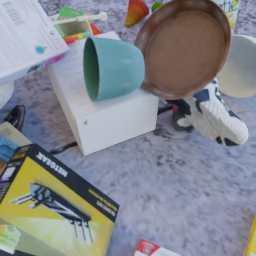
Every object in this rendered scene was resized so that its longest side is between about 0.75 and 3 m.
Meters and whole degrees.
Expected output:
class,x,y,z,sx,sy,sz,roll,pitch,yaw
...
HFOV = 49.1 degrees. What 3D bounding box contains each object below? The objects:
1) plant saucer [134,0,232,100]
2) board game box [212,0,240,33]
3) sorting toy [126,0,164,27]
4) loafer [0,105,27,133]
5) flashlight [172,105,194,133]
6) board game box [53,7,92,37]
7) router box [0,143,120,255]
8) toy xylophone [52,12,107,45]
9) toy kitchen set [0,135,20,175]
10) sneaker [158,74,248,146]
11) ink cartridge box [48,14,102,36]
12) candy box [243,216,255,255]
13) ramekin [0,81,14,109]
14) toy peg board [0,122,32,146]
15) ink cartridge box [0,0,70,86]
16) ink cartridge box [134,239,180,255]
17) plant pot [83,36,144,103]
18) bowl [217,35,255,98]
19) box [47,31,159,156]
class,x,y,z,sx,sy,sz,roll,pitch,yaw
plant saucer,1.171,-1.762,6.329,2.343,0.403,2.343,-4,82,33
board game box,2.429,-3.398,8.799,1.361,2.642,1.385,-6,40,-6
sorting toy,0.978,-4.083,10.641,2.865,0.994,0.987,25,78,30
loafer,-2.898,0.081,6.740,0.476,1.512,0.543,9,32,-44
flashlight,1.660,-0.893,8.159,0.730,0.732,2.155,22,50,-13
board game box,-2.151,-3.248,9.873,1.130,0.355,2.366,17,68,0
router box,-1.307,1.696,4.869,0.620,2.375,1.868,-13,46,38
toy xylophone,-1.805,-2.702,8.009,2.076,0.712,2.835,0,26,27
toy kitchen set,-2.728,0.705,4.828,2.108,1.242,1.689,32,48,-5
sneaker,2.089,-0.997,7.050,1.914,1.174,2.941,-40,55,-16
ink cartridge box,-2.070,-3.947,10.823,1.511,0.379,1.741,-27,56,-17
candy box,2.802,3.032,5.188,1.510,0.390,2.954,24,55,21
ramekin,-4.435,-1.018,7.155,2.992,1.570,2.992,-18,38,15
toy peg board,-2.703,1.370,5.939,2.156,1.054,2.147,41,47,4
ink cartridge box,-2.880,-1.780,5.922,2.835,0.595,1.692,-35,93,-35
ink cartridge box,0.402,2.852,5.274,0.832,0.483,1.153,19,53,14
plant pot,-0.299,-1.299,6.148,1.104,1.376,1.376,-8,51,-21
bowl,3.270,-1.873,8.058,0.848,1.887,1.887,-35,59,-30
box,-0.796,-1.062,7.751,2.187,1.527,2.872,-19,54,-15
